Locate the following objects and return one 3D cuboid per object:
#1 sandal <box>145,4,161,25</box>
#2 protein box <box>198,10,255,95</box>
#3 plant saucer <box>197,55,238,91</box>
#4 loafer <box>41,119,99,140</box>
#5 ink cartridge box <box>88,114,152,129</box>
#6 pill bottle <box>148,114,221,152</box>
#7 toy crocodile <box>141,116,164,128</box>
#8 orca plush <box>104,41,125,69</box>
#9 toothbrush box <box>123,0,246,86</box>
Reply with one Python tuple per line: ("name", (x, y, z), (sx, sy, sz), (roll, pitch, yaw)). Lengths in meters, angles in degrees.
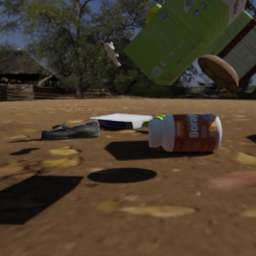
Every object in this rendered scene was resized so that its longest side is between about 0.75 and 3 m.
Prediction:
("sandal", (0.846, -3.666, 9.244), (0.455, 0.498, 1.145), (30, -22, -3))
("protein box", (3.647, -2.656, 9.556), (1.415, 2.097, 2.082), (34, 31, -13))
("plant saucer", (2.172, -1.345, 6.682), (1.177, 0.203, 1.177), (42, 1, -1))
("loafer", (-2.308, 0.036, 11.228), (2.323, 0.731, 0.835), (-3, 9, -19))
("ink cartridge box", (-0.404, -0.319, 14.475), (2.441, 0.497, 2.446), (6, 10, 36))
("pill bottle", (1.722, 0.158, 8.816), (2.108, 1.183, 1.183), (-1, 8, -1))
("toy crocodile", (1.947, -0.120, 12.468), (2.773, 0.856, 0.936), (-1, 6, 22))
("orca plush", (-0.483, -2.931, 11.004), (0.633, 1.204, 0.428), (-8, 38, 55))
("toothbrush box", (1.165, -1.944, 5.541), (2.212, 0.952, 1.611), (-45, -7, 19))
